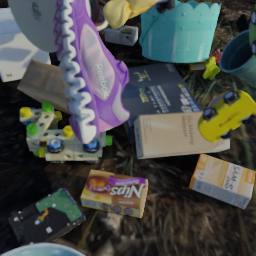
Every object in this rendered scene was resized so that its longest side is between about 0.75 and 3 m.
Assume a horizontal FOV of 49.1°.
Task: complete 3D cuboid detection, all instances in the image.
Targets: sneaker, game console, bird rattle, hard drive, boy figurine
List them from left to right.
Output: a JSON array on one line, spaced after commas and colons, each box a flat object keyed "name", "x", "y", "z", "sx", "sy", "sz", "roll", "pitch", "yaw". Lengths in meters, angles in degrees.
[{"name": "hard drive", "x": -1.810, "y": 2.053, "z": 6.277, "sx": 1.417, "sy": 0.268, "sz": 0.990, "roll": -29, "pitch": 52, "yaw": -25}, {"name": "sneaker", "x": -1.502, "y": -2.950, "z": 7.521, "sx": 0.747, "sy": 1.141, "sz": 1.975, "roll": 11, "pitch": 40, "yaw": 44}, {"name": "sneaker", "x": -0.541, "y": -0.997, "z": 4.504, "sx": 1.060, "sy": 2.398, "sz": 0.964, "roll": -13, "pitch": 12, "yaw": -18}, {"name": "boy figurine", "x": 0.321, "y": -3.241, "z": 7.487, "sx": 2.202, "sy": 0.709, "sz": 1.369, "roll": -33, "pitch": 21, "yaw": -34}, {"name": "bird rattle", "x": 2.937, "y": -2.507, "z": 10.588, "sx": 1.179, "sy": 0.815, "sz": 1.446, "roll": 0, "pitch": 39, "yaw": 23}, {"name": "game console", "x": 3.331, "y": -2.839, "z": 7.636, "sx": 0.155, "sy": 1.282, "sz": 0.756, "roll": -20, "pitch": 85, "yaw": 0}]

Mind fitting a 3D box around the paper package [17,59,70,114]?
[{"name": "paper package", "x": -1.937, "y": -1.057, "z": 8.283, "sx": 1.852, "sy": 1.766, "sz": 0.958, "roll": 19, "pitch": 81, "yaw": 18}]

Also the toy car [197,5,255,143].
[{"name": "toy car", "x": 2.556, "y": -1.079, "z": 5.056, "sx": 2.774, "sy": 2.611, "sz": 0.619, "roll": -9, "pitch": 28, "yaw": 5}]

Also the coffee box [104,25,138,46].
[{"name": "coffee box", "x": -0.313, "y": -4.089, "z": 12.267, "sx": 1.337, "sy": 0.534, "sz": 0.756, "roll": 12, "pitch": 46, "yaw": 12}]

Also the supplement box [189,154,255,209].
[{"name": "supplement box", "x": 2.307, "y": 1.276, "z": 6.884, "sx": 1.366, "sy": 0.502, "sz": 0.861, "roll": 18, "pitch": 48, "yaw": 17}]

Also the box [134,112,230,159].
[{"name": "box", "x": 1.344, "y": 0.179, "z": 7.261, "sx": 2.239, "sy": 0.870, "sz": 1.063, "roll": -5, "pitch": 80, "yaw": -9}]

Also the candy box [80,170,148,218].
[{"name": "candy box", "x": -0.304, "y": 1.550, "z": 6.686, "sx": 1.450, "sy": 0.409, "sz": 0.846, "roll": 8, "pitch": 46, "yaw": 10}]

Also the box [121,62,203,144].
[{"name": "box", "x": 0.779, "y": -0.932, "z": 8.940, "sx": 2.272, "sy": 0.735, "sz": 2.881, "roll": -10, "pitch": 46, "yaw": -9}]

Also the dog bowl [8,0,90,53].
[{"name": "dog bowl", "x": -1.590, "y": -2.403, "z": 5.547, "sx": 1.689, "sy": 1.689, "sz": 0.665, "roll": 26, "pitch": 47, "yaw": 24}]

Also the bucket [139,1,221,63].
[{"name": "bucket", "x": 1.803, "y": -3.636, "z": 10.363, "sx": 2.962, "sy": 1.927, "sz": 2.962, "roll": 2, "pitch": 26, "yaw": -1}]

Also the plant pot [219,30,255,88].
[{"name": "plant pot", "x": 3.232, "y": -1.687, "z": 7.253, "sx": 1.184, "sy": 1.209, "sz": 1.209, "roll": 27, "pitch": 38, "yaw": -26}]

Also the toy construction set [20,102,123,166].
[{"name": "toy construction set", "x": -1.522, "y": 0.011, "z": 7.682, "sx": 2.945, "sy": 1.357, "sz": 1.931, "roll": -10, "pitch": 47, "yaw": 5}]

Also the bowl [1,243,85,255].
[{"name": "bowl", "x": -1.395, "y": 3.291, "z": 4.269, "sx": 2.556, "sy": 1.337, "sz": 2.556, "roll": -1, "pitch": 45, "yaw": 1}]

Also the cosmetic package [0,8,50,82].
[{"name": "cosmetic package", "x": -4.039, "y": -3.174, "z": 10.416, "sx": 1.821, "sy": 1.832, "sz": 2.189, "roll": -13, "pitch": 47, "yaw": -14}]
